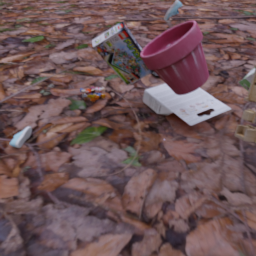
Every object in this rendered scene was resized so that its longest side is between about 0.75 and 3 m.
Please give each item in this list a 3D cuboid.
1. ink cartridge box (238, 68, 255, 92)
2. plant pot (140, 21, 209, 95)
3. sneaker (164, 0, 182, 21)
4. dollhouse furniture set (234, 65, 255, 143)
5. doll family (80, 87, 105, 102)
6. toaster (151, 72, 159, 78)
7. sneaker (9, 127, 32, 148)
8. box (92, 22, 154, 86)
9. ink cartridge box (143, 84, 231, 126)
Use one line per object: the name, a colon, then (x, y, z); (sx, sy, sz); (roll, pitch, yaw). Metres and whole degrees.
ink cartridge box: (4.797, -1.699, 10.076); (0.943, 1.817, 0.539); (44, 88, 3)
plant pot: (1.853, -2.374, 10.083); (2.214, 1.982, 2.214); (-29, 24, 15)
sneaker: (1.879, -4.815, 11.680); (0.402, 0.981, 0.362); (40, 48, -3)
dollhouse furniture set: (3.693, -0.782, 6.649); (1.137, 2.569, 1.332); (8, 14, -19)
doll family: (-1.534, -1.532, 12.972); (0.861, 0.625, 1.387); (10, 18, 25)
toaster: (1.865, -3.556, 15.322); (1.803, 1.070, 1.630); (-11, 35, -15)
sneaker: (-3.992, 0.289, 10.368); (0.453, 0.408, 1.105); (11, 36, 8)
box: (-0.114, -2.724, 10.692); (1.358, 2.467, 0.428); (-26, 52, 19)
ink cartridge box: (2.446, -1.008, 12.116); (2.411, 0.847, 2.967); (-20, 49, -27)
